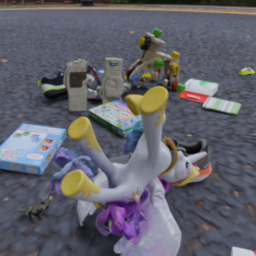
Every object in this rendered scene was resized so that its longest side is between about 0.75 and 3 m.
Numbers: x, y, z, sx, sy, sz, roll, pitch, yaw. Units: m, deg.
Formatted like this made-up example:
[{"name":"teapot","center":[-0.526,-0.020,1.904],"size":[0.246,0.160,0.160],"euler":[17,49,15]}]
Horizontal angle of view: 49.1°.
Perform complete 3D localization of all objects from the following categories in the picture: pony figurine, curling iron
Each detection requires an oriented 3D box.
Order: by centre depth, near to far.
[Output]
[{"name":"pony figurine","center":[0.064,0.909,4.514],"size":[2.704,2.802,2.333],"euler":[-46,50,-3]},{"name":"curling iron","center":[-1.282,-1.872,11.236],"size":[0.511,0.263,2.061],"euler":[-30,53,-8]}]

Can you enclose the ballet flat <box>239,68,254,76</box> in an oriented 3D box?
[{"name":"ballet flat","center":[5.791,-2.751,13.596],"size":[0.952,0.319,0.318],"euler":[-14,32,-24]}]

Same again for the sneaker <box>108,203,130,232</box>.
[{"name":"sneaker","center":[-0.209,1.522,5.654],"size":[0.522,0.484,1.288],"euler":[-5,44,21]}]

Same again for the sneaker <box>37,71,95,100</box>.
[{"name":"sneaker","center":[-2.392,-1.867,11.058],"size":[2.308,0.956,0.828],"euler":[-21,-4,-34]}]

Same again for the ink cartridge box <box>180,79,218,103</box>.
[{"name":"ink cartridge box","center":[2.808,-1.527,11.355],"size":[1.229,0.382,1.527],"euler":[17,31,28]}]

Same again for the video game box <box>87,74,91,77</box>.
[{"name":"video game box","center":[-2.313,-2.467,13.135],"size":[0.763,0.196,0.837],"euler":[33,43,31]}]

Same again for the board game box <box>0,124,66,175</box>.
[{"name":"board game box","center":[-2.649,0.513,7.637],"size":[1.364,0.330,1.803],"euler":[8,30,6]}]

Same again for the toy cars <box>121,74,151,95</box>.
[{"name":"toy cars","center":[-0.005,-1.769,11.686],"size":[1.035,0.511,2.308],"euler":[23,40,39]}]

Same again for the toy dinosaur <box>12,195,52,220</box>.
[{"name":"toy dinosaur","center":[-1.923,1.678,5.733],"size":[0.806,0.310,0.412],"euler":[-14,20,-16]}]

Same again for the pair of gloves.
[{"name":"pair of gloves","center":[-1.202,-1.550,9.943],"size":[2.118,1.801,0.371],"euler":[-9,23,-16]}]

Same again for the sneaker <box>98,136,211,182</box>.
[{"name":"sneaker","center":[0.614,0.652,6.618],"size":[2.711,1.110,1.045],"euler":[-5,30,-4]}]

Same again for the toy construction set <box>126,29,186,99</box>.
[{"name":"toy construction set","center":[1.291,-2.885,11.568],"size":[2.412,2.222,2.892],"euler":[14,24,0]}]

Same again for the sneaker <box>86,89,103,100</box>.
[{"name":"sneaker","center":[-1.301,-1.268,11.000],"size":[0.567,0.361,0.995],"euler":[11,9,-37]}]

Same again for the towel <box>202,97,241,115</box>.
[{"name":"towel","center":[3.417,-0.770,10.233],"size":[1.214,0.186,0.906],"euler":[17,35,24]}]

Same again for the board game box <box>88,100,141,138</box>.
[{"name":"board game box","center":[-0.263,-0.352,9.323],"size":[1.289,0.279,1.915],"euler":[-23,36,-34]}]

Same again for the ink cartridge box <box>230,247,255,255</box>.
[{"name":"ink cartridge box","center":[1.921,2.377,4.303],"size":[0.646,0.371,0.890],"euler":[8,30,14]}]

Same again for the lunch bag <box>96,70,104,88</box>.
[{"name":"lunch bag","center":[-0.888,-1.990,11.777],"size":[0.564,0.752,0.885],"euler":[-24,35,-38]}]
